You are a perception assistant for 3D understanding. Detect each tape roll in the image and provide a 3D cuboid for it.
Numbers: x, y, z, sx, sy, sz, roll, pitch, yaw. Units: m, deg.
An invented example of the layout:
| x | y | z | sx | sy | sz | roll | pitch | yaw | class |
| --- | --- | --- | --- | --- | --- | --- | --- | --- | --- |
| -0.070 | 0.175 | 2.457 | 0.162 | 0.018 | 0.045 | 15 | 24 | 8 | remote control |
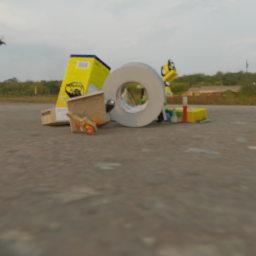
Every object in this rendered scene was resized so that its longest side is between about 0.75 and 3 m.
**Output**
| x | y | z | sx | sy | sz | roll | pitch | yaw | class |
| --- | --- | --- | --- | --- | --- | --- | --- | --- | --- |
| 0.205 | -1.206 | 10.217 | 2.274 | 2.274 | 0.751 | 1 | 22 | 10 | tape roll |

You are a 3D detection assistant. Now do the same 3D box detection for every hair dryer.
| x | y | z | sx | sy | sz | roll | pitch | yaw | class |
| --- | --- | --- | --- | --- | --- | --- | --- | --- | --- |
| -1.381 | -0.690 | 9.751 | 1.729 | 0.617 | 2.270 | 28 | -36 | -1 | hair dryer |

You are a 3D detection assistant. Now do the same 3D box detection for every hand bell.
| x | y | z | sx | sy | sz | roll | pitch | yaw | class |
| --- | --- | --- | --- | --- | --- | --- | --- | --- | --- |
| -0.667 | -0.750 | 11.481 | 1.943 | 1.012 | 1.012 | -26 | -1 | 15 | hand bell |

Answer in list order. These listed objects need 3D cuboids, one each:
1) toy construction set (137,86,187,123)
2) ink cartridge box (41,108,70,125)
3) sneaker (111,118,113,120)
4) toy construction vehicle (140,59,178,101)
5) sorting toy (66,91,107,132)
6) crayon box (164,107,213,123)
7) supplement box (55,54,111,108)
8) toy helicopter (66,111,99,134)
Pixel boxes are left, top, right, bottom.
| x | y | z | sx | sy | sz | roll | pitch | yaw | class |
| --- | --- | --- | --- | --- | --- | --- | --- | --- | --- |
| 1.294 | -1.155 | 11.862 | 2.385 | 1.832 | 1.989 | 2 | 4 | 9 | toy construction set |
| -2.522 | -0.464 | 11.193 | 1.555 | 0.584 | 1.281 | -3 | -2 | -34 | ink cartridge box |
| -0.830 | -0.565 | 13.031 | 1.560 | 0.568 | 0.661 | 4 | -24 | -13 | sneaker |
| 1.625 | -1.784 | 13.633 | 0.895 | 2.541 | 2.212 | 31 | -50 | -22 | toy construction vehicle |
| -1.274 | -0.514 | 8.690 | 1.176 | 1.271 | 0.232 | -16 | 42 | -17 | sorting toy |
| 2.735 | -0.617 | 13.025 | 2.067 | 0.525 | 1.312 | 7 | 13 | 37 | crayon box |
| -2.084 | -1.901 | 13.247 | 1.503 | 2.745 | 1.494 | 9 | -10 | 29 | supplement box |
| -1.384 | -0.150 | 8.299 | 1.038 | 0.409 | 0.686 | 33 | -32 | -2 | toy helicopter |
